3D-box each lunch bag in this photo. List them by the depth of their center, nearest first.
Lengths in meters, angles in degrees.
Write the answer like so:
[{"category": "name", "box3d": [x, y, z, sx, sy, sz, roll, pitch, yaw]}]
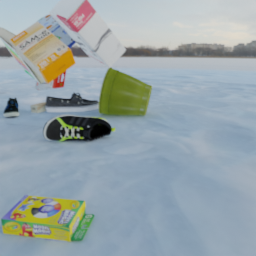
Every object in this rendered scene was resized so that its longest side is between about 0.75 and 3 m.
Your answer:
[{"category": "lunch bag", "box3d": [-3.090, -3.453, 10.746, 2.821, 1.066, 2.261, 8, 50, 40]}]

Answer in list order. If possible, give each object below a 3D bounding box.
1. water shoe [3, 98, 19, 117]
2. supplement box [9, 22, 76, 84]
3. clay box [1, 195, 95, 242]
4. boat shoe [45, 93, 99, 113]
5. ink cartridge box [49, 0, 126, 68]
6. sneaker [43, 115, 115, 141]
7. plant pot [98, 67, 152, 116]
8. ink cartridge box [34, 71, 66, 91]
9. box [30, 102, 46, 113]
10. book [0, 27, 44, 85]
[{"category": "water shoe", "box3d": [-5.775, -1.042, 13.778, 0.705, 0.778, 1.971, -6, 17, -20]}, {"category": "supplement box", "box3d": [-2.021, -1.797, 6.605, 0.864, 0.504, 1.372, -42, 66, -15]}, {"category": "clay box", "box3d": [-1.408, 1.627, 5.117, 1.455, 0.346, 0.836, 2, 17, 9]}, {"category": "boat shoe", "box3d": [-2.882, -1.379, 14.664, 2.850, 0.944, 0.996, -3, 16, -11]}, {"category": "ink cartridge box", "box3d": [-1.254, -3.042, 8.893, 1.552, 0.877, 2.119, 39, -3, 46]}, {"category": "sneaker", "box3d": [-1.669, 0.015, 9.818, 2.511, 0.901, 1.040, -8, 18, -25]}, {"category": "plant pot", "box3d": [-0.051, -1.538, 13.544, 2.211, 2.296, 2.296, 14, 17, 4]}, {"category": "ink cartridge box", "box3d": [-3.260, -2.108, 11.773, 1.259, 1.021, 0.316, -6, -25, 19]}, {"category": "box", "box3d": [-4.542, -1.063, 14.574, 0.472, 0.386, 0.993, 7, 18, 24]}, {"category": "book", "box3d": [-3.666, -2.468, 9.721, 1.272, 1.904, 0.458, 37, 74, 21]}]
